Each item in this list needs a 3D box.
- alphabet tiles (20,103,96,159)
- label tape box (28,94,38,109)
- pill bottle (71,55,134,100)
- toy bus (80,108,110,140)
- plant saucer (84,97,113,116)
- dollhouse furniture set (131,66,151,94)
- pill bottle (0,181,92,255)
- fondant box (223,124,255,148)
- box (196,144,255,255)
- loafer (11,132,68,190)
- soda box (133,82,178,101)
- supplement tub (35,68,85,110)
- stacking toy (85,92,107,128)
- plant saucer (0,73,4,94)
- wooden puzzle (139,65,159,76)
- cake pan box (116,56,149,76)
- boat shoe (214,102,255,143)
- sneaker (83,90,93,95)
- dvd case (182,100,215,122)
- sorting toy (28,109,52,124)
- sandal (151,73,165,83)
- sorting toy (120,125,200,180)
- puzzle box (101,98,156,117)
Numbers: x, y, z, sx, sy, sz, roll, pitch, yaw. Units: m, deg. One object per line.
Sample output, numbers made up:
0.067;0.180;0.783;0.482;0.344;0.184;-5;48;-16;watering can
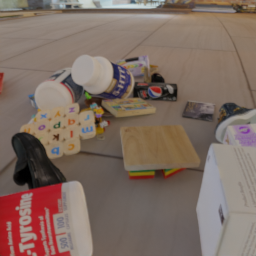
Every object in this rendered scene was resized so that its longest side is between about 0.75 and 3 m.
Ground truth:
-2.493;0.107;9.842;2.707;0.198;2.648;-12;41;-1;alphabet tiles
-4.090;-1.262;12.861;0.727;0.319;1.008;-20;35;-31;label tape box
-1.065;-2.109;11.860;1.576;1.576;2.634;21;7;32;pill bottle
-1.358;-0.247;10.684;1.387;0.717;1.309;9;31;16;toy bus
-1.120;-0.873;11.951;1.571;0.287;1.571;13;26;-7;plant saucer
0.523;-2.490;14.344;1.209;0.985;1.150;-10;31;-17;dollhouse furniture set
-2.155;2.045;5.458;2.730;1.532;1.532;-11;31;-8;pill bottle
4.054;0.986;7.866;1.892;0.764;2.623;-5;41;-2;fondant box
2.310;1.765;5.758;1.371;2.097;2.086;5;30;5;box
-2.542;1.051;7.321;0.998;0.966;2.844;-15;43;-36;loafer
1.289;-1.734;13.350;2.080;0.659;0.736;3;30;6;soda box
-2.852;-1.593;12.137;1.589;1.589;2.265;6;30;10;supplement tub
-1.150;-0.659;10.135;0.279;0.894;1.186;-28;56;-11;stacking toy
-7.655;-1.926;13.827;2.891;0.532;2.897;-9;32;-16;plant saucer
1.092;-3.406;16.747;1.370;0.237;2.031;17;33;36;wooden puzzle
0.238;-3.584;16.401;1.986;0.564;2.156;-6;30;8;cake pan box
3.740;-0.228;10.485;2.826;1.000;1.283;-17;33;-40;boat shoe
-2.283;-2.021;13.872;1.721;0.638;0.762;-2;32;-5;sneaker
3.095;-0.779;12.208;1.234;0.133;1.660;10;31;17;dvd case
-3.512;-0.174;10.869;1.095;0.585;0.986;20;52;31;sorting toy
1.554;-2.468;14.740;0.869;0.553;2.311;-1;30;-1;sandal
0.880;0.777;8.849;2.132;0.746;2.145;-2;30;-5;sorting toy
0.026;-0.906;11.943;1.974;0.251;1.313;-8;29;-33;puzzle box
